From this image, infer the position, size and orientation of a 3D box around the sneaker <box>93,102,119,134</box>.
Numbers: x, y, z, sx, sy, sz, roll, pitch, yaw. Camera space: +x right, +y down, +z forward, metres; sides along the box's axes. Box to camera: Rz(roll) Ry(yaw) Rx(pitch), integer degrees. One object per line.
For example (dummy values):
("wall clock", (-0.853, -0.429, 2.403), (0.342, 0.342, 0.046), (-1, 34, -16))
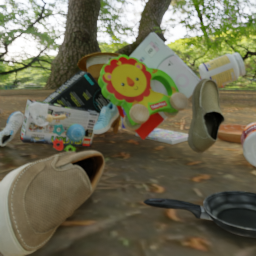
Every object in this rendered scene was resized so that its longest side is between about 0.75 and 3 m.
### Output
("sneaker", (-0.746, -0.344, 8.622), (0.504, 0.558, 1.363), (-4, 31, 26))

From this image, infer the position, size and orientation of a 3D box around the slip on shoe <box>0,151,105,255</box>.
("slip on shoe", (-1.088, 0.991, 4.671), (0.900, 1.130, 2.972), (-18, 1, 9))

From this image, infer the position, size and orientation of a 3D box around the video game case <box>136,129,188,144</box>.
("video game case", (1.377, 0.301, 10.782), (1.296, 0.163, 1.810), (-10, 15, -42))

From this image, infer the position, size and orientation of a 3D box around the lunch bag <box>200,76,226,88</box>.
("lunch bag", (3.440, -2.124, 11.105), (1.212, 1.067, 0.497), (-8, 24, -28))

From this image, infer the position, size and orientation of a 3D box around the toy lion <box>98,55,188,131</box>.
("toy lion", (0.363, -1.210, 8.492), (2.349, 2.252, 0.807), (-18, -13, -26))

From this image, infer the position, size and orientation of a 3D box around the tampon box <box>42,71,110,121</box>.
("tampon box", (-1.875, -0.730, 9.851), (2.122, 1.591, 1.340), (-41, 24, -9))

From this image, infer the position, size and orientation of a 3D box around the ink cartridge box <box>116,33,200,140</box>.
("ink cartridge box", (0.684, -1.330, 9.716), (2.416, 2.973, 0.848), (48, 16, 7))

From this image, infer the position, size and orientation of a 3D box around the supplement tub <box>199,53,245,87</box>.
("supplement tub", (2.964, -1.801, 8.896), (1.218, 0.886, 0.886), (-20, 8, 10))

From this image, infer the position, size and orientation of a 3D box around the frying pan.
("frying pan", (1.512, 1.422, 4.497), (2.247, 0.366, 1.359), (-5, 11, -15))

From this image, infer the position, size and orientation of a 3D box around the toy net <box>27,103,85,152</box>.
("toy net", (-2.077, -0.007, 7.853), (1.817, 0.953, 0.351), (36, -9, -25))

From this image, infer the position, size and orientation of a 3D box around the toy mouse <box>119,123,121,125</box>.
("toy mouse", (-1.080, -0.293, 13.455), (1.390, 0.303, 1.564), (2, 11, 13))

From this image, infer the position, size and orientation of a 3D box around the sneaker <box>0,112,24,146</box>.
("sneaker", (-3.917, 0.070, 9.433), (0.505, 1.347, 0.584), (36, -11, -35))

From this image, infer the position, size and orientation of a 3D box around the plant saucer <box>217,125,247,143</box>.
("plant saucer", (4.206, 0.210, 10.711), (1.981, 0.371, 1.981), (0, 12, 0))

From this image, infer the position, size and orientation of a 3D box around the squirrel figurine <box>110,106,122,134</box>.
("squirrel figurine", (-1.129, -0.712, 11.694), (1.670, 1.789, 1.266), (11, 17, -5))

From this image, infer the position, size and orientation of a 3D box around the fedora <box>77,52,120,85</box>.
("fedora", (-0.846, -2.112, 10.753), (2.183, 0.890, 2.183), (-1, -12, 0))

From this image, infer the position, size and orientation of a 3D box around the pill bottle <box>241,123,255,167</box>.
("pill bottle", (3.752, 0.405, 7.951), (1.018, 1.018, 1.784), (4, 12, 18))

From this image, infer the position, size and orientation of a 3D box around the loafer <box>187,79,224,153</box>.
("loafer", (2.267, -0.407, 7.796), (0.877, 2.305, 0.777), (23, -24, -28))

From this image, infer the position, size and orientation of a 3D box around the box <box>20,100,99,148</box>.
("box", (-2.065, -0.078, 8.668), (2.235, 1.230, 0.388), (8, 13, -38))

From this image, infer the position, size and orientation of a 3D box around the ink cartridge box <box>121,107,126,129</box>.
("ink cartridge box", (0.449, -0.669, 11.355), (1.463, 1.477, 0.320), (0, 23, -9))

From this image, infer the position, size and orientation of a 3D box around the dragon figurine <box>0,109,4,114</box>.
("dragon figurine", (-4.611, -0.617, 8.995), (0.808, 1.624, 0.478), (-7, 48, 21))
